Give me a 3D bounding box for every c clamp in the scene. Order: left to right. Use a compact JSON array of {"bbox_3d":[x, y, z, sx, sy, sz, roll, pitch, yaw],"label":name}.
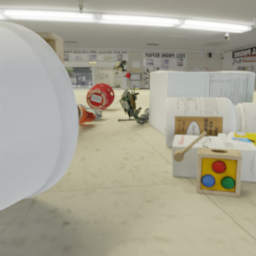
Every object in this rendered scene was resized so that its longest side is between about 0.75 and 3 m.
[{"bbox_3d":[1.134,-0.587,12.467,2.453,0.389,2.872,3,11,16],"label":"c clamp"}]

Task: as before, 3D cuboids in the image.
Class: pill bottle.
[{"bbox_3d":[2.109,-0.137,7.264,2.281,1.304,1.304,1,10,8],"label":"pill bottle"},{"bbox_3d":[2.544,0.402,6.242,1.048,0.599,0.599,2,10,16],"label":"pill bottle"}]

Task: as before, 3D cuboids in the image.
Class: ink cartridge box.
[{"bbox_3d":[1.599,0.542,5.377,1.448,0.606,1.050,2,11,12],"label":"ink cartridge box"}]

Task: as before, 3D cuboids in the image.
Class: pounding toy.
[{"bbox_3d":[1.228,0.545,4.456,1.045,0.918,0.478,3,10,15],"label":"pounding toy"}]

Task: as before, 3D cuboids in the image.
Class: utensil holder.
[{"bbox_3d":[-2.406,0.058,2.856,2.515,2.515,2.960,5,13,27],"label":"utensil holder"}]

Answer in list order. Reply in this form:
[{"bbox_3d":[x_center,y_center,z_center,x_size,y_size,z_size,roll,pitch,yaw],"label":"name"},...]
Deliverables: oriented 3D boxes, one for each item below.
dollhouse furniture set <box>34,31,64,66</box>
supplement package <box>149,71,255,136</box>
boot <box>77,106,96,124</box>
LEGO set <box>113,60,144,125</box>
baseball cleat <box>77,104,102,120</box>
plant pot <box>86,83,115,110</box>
[{"bbox_3d":[-3.037,-1.263,8.734,2.112,2.997,2.100,1,10,5],"label":"dollhouse furniture set"},{"bbox_3d":[2.316,-0.935,9.655,2.734,2.010,2.614,-1,11,-8],"label":"supplement package"},{"bbox_3d":[-1.601,-0.473,10.442,0.826,0.578,1.541,-1,-7,-13],"label":"boot"},{"bbox_3d":[-0.100,-1.242,10.615,0.720,2.542,1.651,-15,0,19],"label":"LEGO set"},{"bbox_3d":[-1.739,-0.646,12.530,0.969,0.635,1.822,1,18,-33],"label":"baseball cleat"},{"bbox_3d":[-1.624,-1.709,15.937,1.496,1.496,1.362,2,19,11],"label":"plant pot"}]
